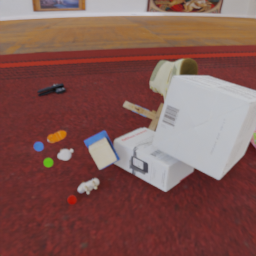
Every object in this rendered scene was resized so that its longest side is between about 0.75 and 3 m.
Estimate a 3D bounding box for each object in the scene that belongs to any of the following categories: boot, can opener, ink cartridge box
[{"bbox_3d":[1.559,-1.224,10.736,1.006,2.791,2.158,6,9,-24],"label":"boot"},{"bbox_3d":[-4.037,-2.004,14.691,1.476,0.468,0.580,-15,33,-26],"label":"can opener"},{"bbox_3d":[0.804,0.896,8.863,2.156,0.899,1.566,23,31,38],"label":"ink cartridge box"}]

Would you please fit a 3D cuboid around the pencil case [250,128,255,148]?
[{"bbox_3d":[4.857,0.205,10.099,1.108,1.108,2.533,2,28,4],"label":"pencil case"}]

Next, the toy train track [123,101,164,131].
[{"bbox_3d":[0.815,-0.546,11.608,2.216,1.271,0.361,25,-8,20],"label":"toy train track"}]

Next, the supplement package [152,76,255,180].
[{"bbox_3d":[2.412,-0.226,8.010,2.048,2.063,2.719,26,23,28],"label":"supplement package"}]

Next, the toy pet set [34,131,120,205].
[{"bbox_3d":[-1.322,0.801,8.014,1.839,1.970,1.046,-28,12,-4],"label":"toy pet set"}]
